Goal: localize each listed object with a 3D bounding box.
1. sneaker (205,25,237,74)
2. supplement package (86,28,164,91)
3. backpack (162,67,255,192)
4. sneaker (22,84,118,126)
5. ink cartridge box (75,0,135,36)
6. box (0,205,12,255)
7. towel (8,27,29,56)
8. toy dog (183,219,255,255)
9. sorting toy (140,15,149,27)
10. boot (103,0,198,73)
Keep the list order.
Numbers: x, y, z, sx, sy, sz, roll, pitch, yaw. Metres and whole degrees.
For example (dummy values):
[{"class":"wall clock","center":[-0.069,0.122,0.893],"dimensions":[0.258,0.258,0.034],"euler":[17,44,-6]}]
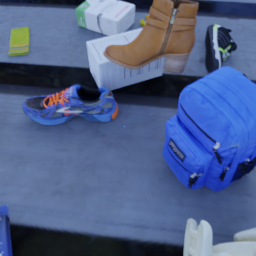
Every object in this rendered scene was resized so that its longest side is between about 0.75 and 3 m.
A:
[{"class":"sneaker","center":[3.346,-2.886,9.910],"dimensions":[1.073,0.929,2.591],"euler":[7,53,5]},{"class":"supplement package","center":[-0.073,-2.256,9.232],"dimensions":[2.234,1.224,1.271],"euler":[-18,55,-13]},{"class":"backpack","center":[2.026,0.150,6.504],"dimensions":[2.199,2.621,2.129],"euler":[-29,59,-21]},{"class":"sneaker","center":[-1.699,-0.799,8.205],"dimensions":[2.781,1.091,1.048],"euler":[-5,52,-4]},{"class":"ink cartridge box","center":[-0.874,-4.481,11.199],"dimensions":[1.932,0.815,1.411],"euler":[24,56,18]},{"class":"box","center":[-3.184,2.761,5.952],"dimensions":[1.331,0.356,2.197],"euler":[-16,53,-12]},{"class":"towel","center":[-4.183,-3.354,10.761],"dimensions":[0.731,0.153,1.699],"euler":[-8,53,-7]},{"class":"toy dog","center":[2.366,2.859,5.036],"dimensions":[2.546,1.776,2.468],"euler":[8,65,5]},{"class":"sorting toy","center":[1.241,-3.941,11.129],"dimensions":[2.043,0.274,1.522],"euler":[37,61,25]},{"class":"boot","center":[0.570,-2.509,7.420],"dimensions":[2.445,1.898,0.938],"euler":[11,39,6]}]
